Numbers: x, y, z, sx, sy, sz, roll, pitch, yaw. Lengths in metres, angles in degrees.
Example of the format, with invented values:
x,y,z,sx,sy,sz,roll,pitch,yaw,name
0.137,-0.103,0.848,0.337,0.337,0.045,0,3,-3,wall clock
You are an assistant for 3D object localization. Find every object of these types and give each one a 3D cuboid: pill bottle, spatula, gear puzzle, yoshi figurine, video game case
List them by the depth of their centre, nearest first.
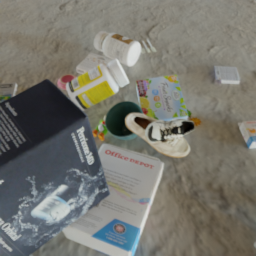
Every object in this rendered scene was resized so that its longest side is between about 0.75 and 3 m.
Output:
x,y,z,sx,sy,sz,roll,pitch,yaw,name
-0.787,-0.071,9.916,0.612,0.614,1.092,-2,49,56,yoshi figurine
-1.062,-1.536,9.919,1.994,1.140,1.140,-27,50,8,pill bottle
1.880,-0.499,10.374,1.723,0.226,0.892,29,55,23,gear puzzle
-5.392,-1.118,10.940,1.828,0.201,1.666,-5,49,-5,video game case
-0.515,-3.592,12.486,1.931,1.104,1.104,28,55,22,pill bottle
0.830,-3.926,13.476,0.769,0.089,1.106,-13,50,-10,spatula

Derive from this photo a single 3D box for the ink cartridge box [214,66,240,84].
x,y,z,sx,sy,sz,roll,pitch,yaw,name
4.171,-2.253,11.928,0.988,0.214,0.970,4,49,6,ink cartridge box

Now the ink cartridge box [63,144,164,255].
x,y,z,sx,sy,sz,roll,pitch,yaw,name
-0.331,1.924,7.652,1.907,1.117,2.639,16,52,14,ink cartridge box

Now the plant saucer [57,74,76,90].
x,y,z,sx,sy,sz,roll,pitch,yaw,name
-2.507,-1.951,11.656,0.870,0.221,0.870,0,48,0,plant saucer

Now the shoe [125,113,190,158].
x,y,z,sx,sy,sz,roll,pitch,yaw,name
0.974,0.246,8.632,2.317,0.619,0.810,28,72,-11,shoe

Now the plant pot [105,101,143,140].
x,y,z,sx,sy,sz,roll,pitch,yaw,name
-0.021,-0.123,9.502,1.318,0.888,1.318,-7,64,14,plant pot

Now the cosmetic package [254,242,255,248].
x,y,z,sx,sy,sz,roll,pitch,yaw,name
4.531,2.630,6.651,2.017,1.688,1.678,-28,55,-21,cosmetic package

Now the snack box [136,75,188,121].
x,y,z,sx,sy,sz,roll,pitch,yaw,name
1.189,-0.952,10.196,1.573,0.631,1.866,-8,62,0,snack box

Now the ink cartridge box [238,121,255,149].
x,y,z,sx,sy,sz,roll,pitch,yaw,name
4.352,0.124,9.717,0.673,0.396,1.169,-4,49,-3,ink cartridge box

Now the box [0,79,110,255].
x,y,z,sx,sy,sz,roll,pitch,yaw,name
-2.145,1.023,5.916,2.875,2.827,1.688,-34,52,-22,box

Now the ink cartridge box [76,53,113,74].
x,y,z,sx,sy,sz,roll,pitch,yaw,name
-1.373,-2.690,12.239,1.357,0.303,1.195,21,53,17,ink cartridge box

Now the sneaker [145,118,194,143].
x,y,z,sx,sy,sz,roll,pitch,yaw,name
1.222,0.027,7.997,1.561,0.591,0.684,-18,13,-29,sneaker
